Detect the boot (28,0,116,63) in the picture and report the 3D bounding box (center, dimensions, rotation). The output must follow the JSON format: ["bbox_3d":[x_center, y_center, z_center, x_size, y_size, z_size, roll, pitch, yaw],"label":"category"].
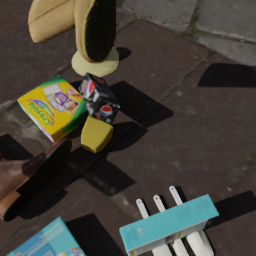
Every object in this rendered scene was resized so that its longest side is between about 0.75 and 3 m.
[{"bbox_3d":[-1.168,-1.947,5.363,2.102,0.695,1.841,-2,73,40],"label":"boot"}]

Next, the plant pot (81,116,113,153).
[{"bbox_3d":[-0.929,0.250,7.760,0.740,0.736,0.757,26,67,5],"label":"plant pot"}]

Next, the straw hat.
[{"bbox_3d":[-1.155,-2.659,9.723,1.792,0.759,1.792,0,56,-1],"label":"straw hat"}]

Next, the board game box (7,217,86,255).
[{"bbox_3d":[-1.518,3.292,5.852,1.661,0.516,2.200,-34,62,-20],"label":"board game box"}]

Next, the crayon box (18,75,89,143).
[{"bbox_3d":[-2.177,-0.630,8.492,1.522,0.514,1.764,-38,64,-23],"label":"crayon box"}]

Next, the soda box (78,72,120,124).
[{"bbox_3d":[-0.880,-0.914,8.098,0.685,0.613,1.936,19,23,-30],"label":"soda box"}]

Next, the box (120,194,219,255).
[{"bbox_3d":[0.900,2.202,6.260,2.096,0.863,0.515,-19,57,-7],"label":"box"}]

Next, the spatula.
[{"bbox_3d":[1.051,2.381,6.726,1.297,0.150,1.865,-21,58,-7],"label":"spatula"}]

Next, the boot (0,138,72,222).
[{"bbox_3d":[-3.293,0.678,7.466,2.800,0.899,2.610,29,60,23],"label":"boot"}]
